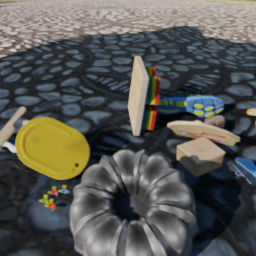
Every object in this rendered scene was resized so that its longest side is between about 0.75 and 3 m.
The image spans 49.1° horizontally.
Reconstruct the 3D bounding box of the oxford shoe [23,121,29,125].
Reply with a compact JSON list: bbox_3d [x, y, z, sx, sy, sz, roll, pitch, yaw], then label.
[{"bbox_3d":[-3.714,-0.150,10.715,0.908,0.262,0.341,23,42,35],"label":"oxford shoe"}]

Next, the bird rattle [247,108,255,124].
[{"bbox_3d":[5.525,-0.652,11.042,1.643,0.925,1.339,-17,20,-30],"label":"bird rattle"}]

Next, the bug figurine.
[{"bbox_3d":[-1.980,1.863,7.495,0.613,0.203,0.790,3,35,34],"label":"bug figurine"}]

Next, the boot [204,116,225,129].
[{"bbox_3d":[2.999,-0.099,10.490,1.302,0.457,0.952,-15,16,8],"label":"boot"}]

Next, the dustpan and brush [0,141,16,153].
[{"bbox_3d":[-4.282,0.432,9.122,2.012,1.404,0.576,35,85,18],"label":"dustpan and brush"}]

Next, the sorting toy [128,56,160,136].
[{"bbox_3d":[0.615,-1.238,10.591,0.796,2.273,2.287,3,32,-8],"label":"sorting toy"}]

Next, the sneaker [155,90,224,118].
[{"bbox_3d":[2.517,-1.118,11.542,2.794,0.990,1.158,4,39,11],"label":"sneaker"}]

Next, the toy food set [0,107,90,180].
[{"bbox_3d":[-2.451,0.547,8.515,2.661,0.869,1.566,27,76,-1],"label":"toy food set"}]

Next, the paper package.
[{"bbox_3d":[2.246,0.879,8.791,1.124,0.582,1.071,-16,36,-22],"label":"paper package"}]

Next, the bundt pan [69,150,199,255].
[{"bbox_3d":[0.082,1.689,6.079,2.990,1.122,2.990,-3,53,3],"label":"bundt pan"}]

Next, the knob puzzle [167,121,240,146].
[{"bbox_3d":[2.391,0.036,8.951,2.538,0.352,2.538,15,-7,2],"label":"knob puzzle"}]

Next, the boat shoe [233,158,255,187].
[{"bbox_3d":[3.405,1.257,8.160,0.602,0.491,1.431,2,12,12],"label":"boat shoe"}]
